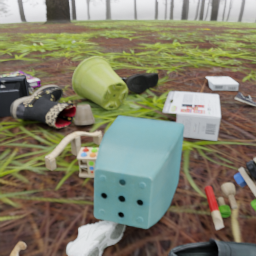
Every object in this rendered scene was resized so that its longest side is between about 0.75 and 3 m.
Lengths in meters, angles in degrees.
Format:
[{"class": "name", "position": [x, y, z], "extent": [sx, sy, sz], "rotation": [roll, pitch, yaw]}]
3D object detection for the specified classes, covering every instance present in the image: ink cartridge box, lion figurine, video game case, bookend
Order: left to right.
[{"class": "bookend", "position": [-5.767, -1.007, 11.617], "extent": [2.977, 1.380, 2.996], "rotation": [-7, 28, -13]}, {"class": "video game case", "position": [-6.468, -2.519, 15.606], "extent": [2.226, 0.440, 2.456], "rotation": [-23, 35, -37]}, {"class": "lion figurine", "position": [-1.625, 2.870, 4.940], "extent": [2.096, 0.760, 1.284], "rotation": [-3, 31, 26]}, {"class": "ink cartridge box", "position": [2.512, -0.571, 11.169], "extent": [2.079, 0.993, 2.368], "rotation": [7, 28, 13]}, {"class": "ink cartridge box", "position": [5.188, -2.490, 15.680], "extent": [1.366, 0.403, 1.707], "rotation": [0, 22, 0]}]

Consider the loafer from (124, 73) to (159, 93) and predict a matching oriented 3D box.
[{"class": "loafer", "position": [0.604, -2.471, 15.110], "extent": [0.954, 0.977, 2.676], "rotation": [15, 21, 35]}]

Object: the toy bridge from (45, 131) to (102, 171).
[{"class": "toy bridge", "position": [-1.720, 0.550, 9.251], "extent": [0.311, 0.769, 2.288], "rotation": [20, 34, 36]}]

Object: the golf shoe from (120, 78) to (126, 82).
[{"class": "golf shoe", "position": [-0.401, -2.699, 15.969], "extent": [1.137, 0.442, 0.537], "rotation": [5, 28, 7]}]

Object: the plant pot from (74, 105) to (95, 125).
[{"class": "plant pot", "position": [-1.783, -0.544, 11.234], "extent": [0.834, 0.724, 0.834], "rotation": [-3, 13, 1]}]

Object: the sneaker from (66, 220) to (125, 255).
[{"class": "sneaker", "position": [-0.689, 2.270, 6.087], "extent": [0.788, 0.618, 1.586], "rotation": [17, 30, 36]}]

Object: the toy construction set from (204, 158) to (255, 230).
[{"class": "toy construction set", "position": [3.065, 1.845, 5.974], "extent": [2.459, 2.051, 1.889], "rotation": [-16, 37, 13]}]

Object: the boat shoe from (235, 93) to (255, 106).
[{"class": "boat shoe", "position": [5.550, -1.320, 12.982], "extent": [1.222, 0.383, 0.444], "rotation": [16, 12, -13]}]

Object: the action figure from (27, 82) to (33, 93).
[{"class": "action figure", "position": [-5.219, -1.947, 13.999], "extent": [0.878, 0.754, 1.478], "rotation": [-22, 13, -16]}]

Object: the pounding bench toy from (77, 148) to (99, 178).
[{"class": "pounding bench toy", "position": [-0.962, 1.004, 8.362], "extent": [0.967, 0.754, 0.601], "rotation": [2, 27, 4]}]

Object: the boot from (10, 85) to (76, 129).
[{"class": "boot", "position": [-3.145, -0.919, 11.819], "extent": [2.176, 1.057, 2.890], "rotation": [15, 27, 22]}]

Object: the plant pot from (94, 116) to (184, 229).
[{"class": "plant pot", "position": [0.219, 1.008, 6.668], "extent": [1.857, 1.858, 2.629], "rotation": [7, 18, 13]}]

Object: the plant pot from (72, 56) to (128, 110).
[{"class": "plant pot", "position": [-1.138, -1.891, 12.925], "extent": [2.177, 2.177, 2.001], "rotation": [-20, 45, -34]}]

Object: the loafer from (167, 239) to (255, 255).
[{"class": "loafer", "position": [1.754, 2.525, 5.416], "extent": [2.065, 0.725, 0.701], "rotation": [-4, 27, -7]}]
